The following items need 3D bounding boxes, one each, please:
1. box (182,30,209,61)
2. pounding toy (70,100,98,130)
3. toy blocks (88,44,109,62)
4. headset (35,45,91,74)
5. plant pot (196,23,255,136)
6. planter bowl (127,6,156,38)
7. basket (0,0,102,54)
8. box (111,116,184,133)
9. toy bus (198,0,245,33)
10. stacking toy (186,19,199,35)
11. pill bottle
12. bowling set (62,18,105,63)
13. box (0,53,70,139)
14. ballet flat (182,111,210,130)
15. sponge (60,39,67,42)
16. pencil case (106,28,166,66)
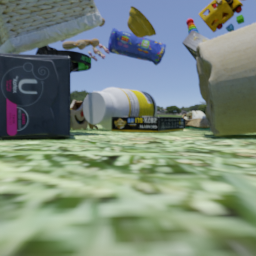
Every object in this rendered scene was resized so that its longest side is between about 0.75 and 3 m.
[{"bbox_3d":[3.021,-2.098,9.221,1.803,0.550,2.277,29,14,-51],"label":"box"},{"bbox_3d":[-1.712,-0.505,10.625,1.138,1.134,1.984,0,2,17],"label":"pounding toy"},{"bbox_3d":[-1.176,-3.014,11.610,0.761,0.640,0.711,-44,-15,14],"label":"toy blocks"},{"bbox_3d":[-2.453,-1.963,9.150,2.546,1.196,1.572,2,-1,17],"label":"headset"},{"bbox_3d":[2.879,-1.010,5.645,2.696,2.945,2.945,-12,-1,10],"label":"plant pot"},{"bbox_3d":[0.375,-3.831,10.560,0.576,1.383,1.383,-44,-3,5],"label":"planter bowl"},{"bbox_3d":[-2.158,-2.825,6.544,2.207,1.775,2.187,-26,19,-25],"label":"basket"},{"bbox_3d":[0.635,-0.114,8.452,1.535,0.474,1.923,3,3,30],"label":"box"},{"bbox_3d":[2.628,-3.367,7.867,1.215,1.287,0.665,8,-13,44],"label":"toy bus"},{"bbox_3d":[2.765,-4.162,11.983,0.520,1.218,0.520,-7,-25,-3],"label":"stacking toy"},{"bbox_3d":[-0.261,-0.655,9.841,1.461,1.461,2.625,1,1,39],"label":"pill bottle"},{"bbox_3d":[-1.597,-3.166,10.187,1.234,1.600,2.299,6,28,33],"label":"bowling set"},{"bbox_3d":[-1.844,-0.559,5.798,1.262,1.455,2.380,-1,1,-13],"label":"box"},{"bbox_3d":[2.675,-0.316,11.265,0.783,0.725,2.222,0,2,-15],"label":"ballet flat"},{"bbox_3d":[-2.408,-4.344,12.014,1.498,0.836,0.223,-14,-22,36],"label":"sponge"},{"bbox_3d":[0.329,-3.416,11.971,2.527,1.097,0.986,15,-24,-6],"label":"pencil case"}]
